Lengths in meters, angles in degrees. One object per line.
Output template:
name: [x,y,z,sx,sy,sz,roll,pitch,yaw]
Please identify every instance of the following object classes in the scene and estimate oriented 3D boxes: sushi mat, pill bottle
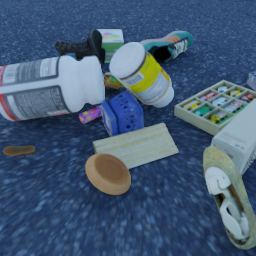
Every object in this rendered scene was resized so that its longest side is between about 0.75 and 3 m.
sushi mat: [0.211,0.531,7.606,2.213,0.134,1.059,-15,61,-19]
pill bottle: [0.536,-1.547,8.811,1.221,2.235,1.221,-21,52,29]
pill bottle: [-2.316,-1.232,8.550,2.969,1.720,1.720,-8,37,5]

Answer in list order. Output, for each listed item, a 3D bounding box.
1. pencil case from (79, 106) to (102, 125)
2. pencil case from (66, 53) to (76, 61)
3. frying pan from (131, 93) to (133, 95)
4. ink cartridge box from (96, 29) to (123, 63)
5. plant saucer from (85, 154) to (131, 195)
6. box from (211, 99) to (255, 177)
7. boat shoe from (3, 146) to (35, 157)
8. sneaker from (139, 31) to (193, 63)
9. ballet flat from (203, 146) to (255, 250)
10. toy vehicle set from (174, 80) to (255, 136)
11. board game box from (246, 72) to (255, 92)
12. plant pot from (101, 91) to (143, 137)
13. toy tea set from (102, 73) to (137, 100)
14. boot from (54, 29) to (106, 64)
pencil case: [-1.145,-0.425,8.943,0.863,0.381,0.381,-29,45,-32]
pencil case: [-2.215,-2.530,11.165,0.373,0.877,0.405,-15,18,-20]
frying pan: [0.493,-1.582,9.731,0.176,0.656,1.084,16,30,39]
ink cartridge box: [-0.897,-3.939,13.310,1.306,0.746,2.516,-2,37,-3]
plant saucer: [-0.428,1.034,6.653,1.182,0.221,1.182,23,34,-17]
box: [3.164,0.241,7.507,0.867,1.042,2.536,29,47,33]
boat shoe: [-2.767,0.619,7.159,0.762,0.268,0.268,0,62,-8]
sneaker: [1.885,-3.519,12.619,2.997,1.069,1.197,-22,49,-21]
ballet flat: [1.956,1.360,5.530,0.735,0.735,2.078,-17,78,-22]
toy vehicle set: [3.087,-0.743,9.297,2.748,0.364,1.707,-28,42,-32]
board game box: [5.460,-1.409,10.109,1.730,0.534,1.729,1,38,1]
plant pot: [-0.200,-0.306,8.211,0.966,1.074,1.074,-17,44,-14]
toy tea set: [-0.791,-1.443,10.061,2.687,0.994,1.598,14,5,21]
boot: [-2.079,-3.322,11.640,2.064,2.370,0.821,9,75,5]
